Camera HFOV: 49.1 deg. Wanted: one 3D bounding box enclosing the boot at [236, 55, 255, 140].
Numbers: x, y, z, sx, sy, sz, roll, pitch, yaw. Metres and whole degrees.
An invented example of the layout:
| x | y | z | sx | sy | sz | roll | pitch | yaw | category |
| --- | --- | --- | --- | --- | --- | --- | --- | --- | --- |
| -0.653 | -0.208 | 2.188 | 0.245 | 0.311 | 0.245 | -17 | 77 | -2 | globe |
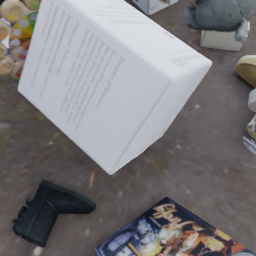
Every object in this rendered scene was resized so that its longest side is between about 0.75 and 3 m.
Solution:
| x | y | z | sx | sy | sz | roll | pitch | yaw | category |
| --- | --- | --- | --- | --- | --- | --- | --- | --- | --- |
| 3.400 | -0.667 | 6.933 | 2.373 | 0.855 | 1.835 | 39 | 69 | 19 | boot |

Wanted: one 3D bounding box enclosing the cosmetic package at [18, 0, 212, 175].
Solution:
| x | y | z | sx | sy | sz | roll | pitch | yaw | category |
| --- | --- | --- | --- | --- | --- | --- | --- | --- | --- |
| -0.201 | -0.776 | 4.251 | 2.013 | 1.674 | 1.684 | 40 | 33 | 13 | cosmetic package |

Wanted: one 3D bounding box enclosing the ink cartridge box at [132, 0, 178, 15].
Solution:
| x | y | z | sx | sy | sz | roll | pitch | yaw | category |
| --- | --- | --- | --- | --- | --- | --- | --- | --- | --- |
| 0.662 | -4.780 | 9.258 | 1.338 | 0.760 | 1.835 | -31 | 65 | -16 | ink cartridge box |

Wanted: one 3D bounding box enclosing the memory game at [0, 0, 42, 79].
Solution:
| x | y | z | sx | sy | sz | roll | pitch | yaw | category |
| --- | --- | --- | --- | --- | --- | --- | --- | --- | --- |
| -1.387 | -1.355 | 4.197 | 1.598 | 1.598 | 0.102 | -39 | 75 | -19 | memory game |

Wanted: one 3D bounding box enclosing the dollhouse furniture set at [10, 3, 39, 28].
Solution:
| x | y | z | sx | sy | sz | roll | pitch | yaw | category |
| --- | --- | --- | --- | --- | --- | --- | --- | --- | --- |
| -1.639 | -3.118 | 5.877 | 2.953 | 1.922 | 2.713 | 21 | 71 | 30 | dollhouse furniture set |

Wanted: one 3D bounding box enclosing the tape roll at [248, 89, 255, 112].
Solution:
| x | y | z | sx | sy | sz | roll | pitch | yaw | category |
| --- | --- | --- | --- | --- | --- | --- | --- | --- | --- |
| 2.939 | -0.466 | 5.064 | 1.426 | 1.426 | 0.261 | 7 | 81 | 4 | tape roll |

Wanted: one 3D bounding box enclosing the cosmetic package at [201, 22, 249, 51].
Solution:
| x | y | z | sx | sy | sz | roll | pitch | yaw | category |
| --- | --- | --- | --- | --- | --- | --- | --- | --- | --- |
| 2.925 | -3.514 | 8.509 | 1.222 | 0.825 | 2.322 | 11 | 61 | 6 | cosmetic package |

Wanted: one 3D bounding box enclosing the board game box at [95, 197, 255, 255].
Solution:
| x | y | z | sx | sy | sz | roll | pitch | yaw | category |
| --- | --- | --- | --- | --- | --- | --- | --- | --- | --- |
| 0.668 | 2.190 | 4.474 | 1.807 | 2.668 | 0.462 | -31 | 106 | -17 | board game box |

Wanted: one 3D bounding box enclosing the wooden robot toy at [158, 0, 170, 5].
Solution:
| x | y | z | sx | sy | sz | roll | pitch | yaw | category |
| --- | --- | --- | --- | --- | --- | --- | --- | --- | --- |
| 0.426 | -3.199 | 5.713 | 0.682 | 0.663 | 1.504 | -11 | 102 | 11 | wooden robot toy |

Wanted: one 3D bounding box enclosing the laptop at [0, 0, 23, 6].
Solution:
| x | y | z | sx | sy | sz | roll | pitch | yaw | category |
| --- | --- | --- | --- | --- | --- | --- | --- | --- | --- |
| -2.302 | -2.756 | 4.478 | 1.626 | 1.737 | 1.007 | -4 | 96 | 9 | laptop |

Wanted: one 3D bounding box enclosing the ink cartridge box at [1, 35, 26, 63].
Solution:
| x | y | z | sx | sy | sz | roll | pitch | yaw | category |
| --- | --- | --- | --- | --- | --- | --- | --- | --- | --- |
| -1.746 | -1.265 | 4.899 | 0.478 | 0.830 | 0.282 | 5 | 72 | 22 | ink cartridge box |

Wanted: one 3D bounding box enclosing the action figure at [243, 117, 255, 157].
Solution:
| x | y | z | sx | sy | sz | roll | pitch | yaw | category |
| --- | --- | --- | --- | --- | --- | --- | --- | --- | --- |
| 2.031 | -0.107 | 2.890 | 1.270 | 1.952 | 0.677 | 35 | 23 | 33 | action figure |

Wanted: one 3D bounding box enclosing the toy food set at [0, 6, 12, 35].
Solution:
| x | y | z | sx | sy | sz | roll | pitch | yaw | category |
| --- | --- | --- | --- | --- | --- | --- | --- | --- | --- |
| -3.488 | -3.380 | 8.303 | 2.352 | 1.058 | 1.123 | 31 | 65 | 16 | toy food set |

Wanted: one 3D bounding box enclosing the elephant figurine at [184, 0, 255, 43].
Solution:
| x | y | z | sx | sy | sz | roll | pitch | yaw | category |
| --- | --- | --- | --- | --- | --- | --- | --- | --- | --- |
| 1.374 | -2.604 | 4.453 | 1.503 | 1.938 | 1.371 | 20 | 58 | 39 | elephant figurine |

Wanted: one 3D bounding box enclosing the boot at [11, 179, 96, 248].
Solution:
| x | y | z | sx | sy | sz | roll | pitch | yaw | category |
| --- | --- | --- | --- | --- | --- | --- | --- | --- | --- |
| -1.527 | 1.809 | 5.700 | 1.468 | 0.543 | 1.203 | 17 | 60 | 17 | boot |
